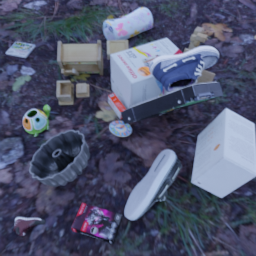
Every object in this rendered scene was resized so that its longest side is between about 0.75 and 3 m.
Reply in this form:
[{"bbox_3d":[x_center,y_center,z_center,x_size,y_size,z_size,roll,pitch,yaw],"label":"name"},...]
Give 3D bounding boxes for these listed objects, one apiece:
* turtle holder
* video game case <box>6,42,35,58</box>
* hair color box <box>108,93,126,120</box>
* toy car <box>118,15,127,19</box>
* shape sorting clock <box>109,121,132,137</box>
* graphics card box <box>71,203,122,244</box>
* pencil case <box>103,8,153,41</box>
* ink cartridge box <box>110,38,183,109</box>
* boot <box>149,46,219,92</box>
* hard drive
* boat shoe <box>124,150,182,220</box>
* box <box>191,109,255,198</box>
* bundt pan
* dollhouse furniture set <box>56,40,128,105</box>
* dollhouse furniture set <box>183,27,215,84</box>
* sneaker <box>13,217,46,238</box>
[{"bbox_3d":[-3.197,-0.292,9.935,1.081,0.768,0.821,-21,54,-16],"label":"turtle holder"},{"bbox_3d":[-4.997,-3.638,13.037,1.024,0.113,0.934,12,52,11],"label":"video game case"},{"bbox_3d":[-0.397,-0.785,10.143,0.269,0.446,0.878,-29,68,-19],"label":"hair color box"},{"bbox_3d":[-0.494,-5.348,14.123,0.847,0.668,0.696,22,47,30],"label":"toy car"},{"bbox_3d":[-0.262,0.020,9.677,0.789,0.155,0.789,8,38,-6],"label":"shape sorting clock"},{"bbox_3d":[-0.863,2.672,7.853,1.251,0.318,0.785,15,52,10],"label":"graphics card box"},{"bbox_3d":[-0.003,-4.915,13.446,2.475,1.029,1.123,-29,83,-22],"label":"pencil case"},{"bbox_3d":[0.774,-1.899,10.562,2.483,1.796,1.804,-22,55,-16],"label":"ink cartridge box"},{"bbox_3d":[2.042,-1.821,9.006,2.600,0.946,1.174,-17,53,-17],"label":"boot"},{"bbox_3d":[1.338,-0.776,8.813,1.893,2.709,0.513,-15,89,-49],"label":"hard drive"},{"bbox_3d":[0.842,1.775,8.196,2.361,0.837,0.851,-52,21,-12],"label":"boat shoe"},{"bbox_3d":[2.741,0.713,8.031,1.040,1.489,1.956,28,47,-6],"label":"box"},{"bbox_3d":[-1.987,0.987,8.537,1.927,0.723,1.927,-19,39,16],"label":"bundt pan"},{"bbox_3d":[-1.344,-2.048,11.301,2.734,1.520,2.418,-1,76,-1],"label":"dollhouse furniture set"},{"bbox_3d":[3.134,-2.967,11.699,1.456,1.700,1.788,23,40,12],"label":"dollhouse furniture set"},{"bbox_3d":[-2.760,2.788,7.791,0.906,0.343,0.524,-2,56,12],"label":"sneaker"}]
